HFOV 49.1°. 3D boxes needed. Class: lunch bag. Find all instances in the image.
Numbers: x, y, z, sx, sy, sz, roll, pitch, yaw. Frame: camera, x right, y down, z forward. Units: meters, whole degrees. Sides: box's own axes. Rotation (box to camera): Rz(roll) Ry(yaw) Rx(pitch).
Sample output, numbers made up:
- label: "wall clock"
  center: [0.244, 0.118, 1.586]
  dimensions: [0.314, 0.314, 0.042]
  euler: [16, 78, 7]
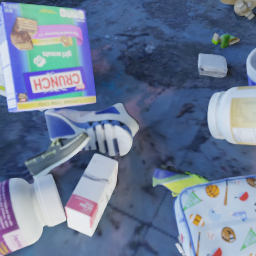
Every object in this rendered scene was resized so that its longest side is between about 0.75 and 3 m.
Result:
- label: "lunch bag"
  center: [1.999, 1.924, 5.465]
  dimensions: [2.210, 0.835, 1.771]
  euler: [-9, 63, -7]

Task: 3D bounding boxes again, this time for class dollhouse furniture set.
- label: "dollhouse furniture set"
  center: [3.763, -3.490, 10.679]
  dimensions: [0.912, 0.458, 0.597]
  euler: [-25, 52, -21]

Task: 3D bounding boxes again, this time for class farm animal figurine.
- label: "farm animal figurine"
  center: [5.586, -5.540, 11.736]
  dimensions: [2.525, 2.553, 1.331]
  euler: [-28, 32, 21]

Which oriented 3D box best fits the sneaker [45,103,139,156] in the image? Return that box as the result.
- label: "sneaker"
  center: [-0.777, -0.046, 7.316]
  dimensions: [2.506, 1.012, 1.447]
  euler: [9, 26, 24]

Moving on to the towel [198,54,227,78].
- label: "towel"
  center: [2.821, -2.090, 9.469]
  dimensions: [0.944, 0.404, 0.781]
  euler: [7, 50, 4]

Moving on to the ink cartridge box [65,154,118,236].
- label: "ink cartridge box"
  center: [-0.727, 1.380, 5.887]
  dimensions: [0.567, 1.003, 1.370]
  euler: [19, 51, 10]

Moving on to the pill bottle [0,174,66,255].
- label: "pill bottle"
  center: [-2.479, 1.751, 5.349]
  dimensions: [2.370, 1.331, 1.331]
  euler: [-18, 50, -15]

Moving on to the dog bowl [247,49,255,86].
- label: "dog bowl"
  center: [4.915, -1.583, 7.920]
  dimensions: [2.832, 1.115, 2.832]
  euler: [-14, 35, 10]

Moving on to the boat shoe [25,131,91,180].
- label: "boat shoe"
  center: [-1.625, 0.551, 6.353]
  dimensions: [1.765, 0.528, 0.631]
  euler: [-34, 9, 18]

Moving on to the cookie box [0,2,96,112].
- label: "cookie box"
  center: [-1.928, -1.623, 6.738]
  dimensions: [1.973, 2.306, 0.867]
  euler: [-10, 6, -33]

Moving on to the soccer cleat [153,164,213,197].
- label: "soccer cleat"
  center: [1.302, 1.306, 6.422]
  dimensions: [1.538, 0.497, 0.643]
  euler: [17, 90, 3]

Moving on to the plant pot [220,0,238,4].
- label: "plant pot"
  center: [5.025, -6.783, 12.481]
  dimensions: [1.730, 1.856, 1.730]
  euler: [-9, 41, 8]

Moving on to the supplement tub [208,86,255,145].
- label: "supplement tub"
  center: [3.117, -0.303, 6.797]
  dimensions: [1.988, 1.435, 1.435]
  euler: [2, 41, 39]

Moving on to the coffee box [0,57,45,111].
- label: "coffee box"
  center: [-2.879, -1.967, 8.362]
  dimensions: [1.857, 1.837, 1.854]
  euler: [21, 51, 18]
